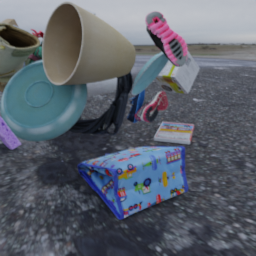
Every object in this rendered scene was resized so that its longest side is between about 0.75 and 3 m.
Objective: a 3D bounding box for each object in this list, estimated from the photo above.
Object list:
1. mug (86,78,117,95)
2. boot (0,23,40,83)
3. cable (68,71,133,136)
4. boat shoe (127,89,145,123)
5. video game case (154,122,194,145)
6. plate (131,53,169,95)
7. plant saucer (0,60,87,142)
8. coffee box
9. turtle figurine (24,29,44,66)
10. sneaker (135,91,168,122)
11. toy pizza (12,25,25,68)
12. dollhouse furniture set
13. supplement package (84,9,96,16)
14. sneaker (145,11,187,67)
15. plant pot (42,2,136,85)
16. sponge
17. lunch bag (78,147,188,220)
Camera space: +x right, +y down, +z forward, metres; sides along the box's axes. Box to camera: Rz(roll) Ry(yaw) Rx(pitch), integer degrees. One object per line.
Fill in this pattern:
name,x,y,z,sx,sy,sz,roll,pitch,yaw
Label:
mug,-1.221,-2.293,11.729,1.716,1.957,1.445,-2,48,-1
boot,-3.329,-1.688,6.397,2.230,0.804,1.724,-8,-14,-45
cable,-1.006,-1.110,7.700,2.143,2.627,0.667,13,17,5
boat shoe,0.224,-0.841,9.942,0.449,1.309,0.551,19,4,26
video game case,2.032,0.187,12.141,1.459,0.178,2.040,5,21,16
plate,0.595,-1.557,7.739,0.203,1.592,1.592,44,33,10
plant saucer,-1.960,-0.720,6.313,2.087,2.087,0.286,4,-21,11
coffee box,1.744,-2.087,10.452,1.149,1.162,1.160,14,-17,43
turtle figurine,-2.576,-1.880,8.644,1.305,2.592,1.940,18,-16,8
sneaker,0.855,-0.785,9.912,0.614,0.663,1.645,-1,30,44
toy pizza,-3.664,-2.298,10.419,0.472,2.981,2.981,-32,35,-34
dollhouse furniture set,-4.086,-2.584,11.395,2.419,2.969,2.823,17,52,31
supplement package,-1.250,-3.004,8.217,0.455,0.759,0.460,35,53,26
sneaker,0.782,-1.811,5.940,0.506,1.281,0.611,-31,-5,-12
plant pot,-0.700,-1.618,5.949,1.677,1.570,1.570,-1,15,-43
sponge,-2.383,-0.273,4.789,0.207,1.387,0.773,-37,23,-23
lunch bag,-0.061,1.152,8.199,2.172,1.357,2.885,-14,15,-28
